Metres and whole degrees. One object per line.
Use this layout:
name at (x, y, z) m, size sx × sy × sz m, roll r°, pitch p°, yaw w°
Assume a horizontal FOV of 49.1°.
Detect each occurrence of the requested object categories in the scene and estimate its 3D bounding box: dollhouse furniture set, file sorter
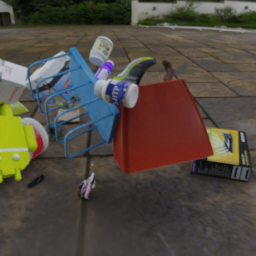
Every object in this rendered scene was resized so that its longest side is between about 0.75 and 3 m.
dollhouse furniture set at (-3.358, -0.871, 15.727) m, size 1.146 × 0.885 × 2.292 m, roll 1°, pitch 46°, yaw -13°
file sorter at (-1.790, -0.699, 8.843) m, size 1.689 × 1.910 × 2.753 m, roll -26°, pitch 68°, yaw -23°

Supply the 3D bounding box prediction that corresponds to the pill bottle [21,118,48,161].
pill bottle at (-4.715, 0.887, 10.973) m, size 1.659 × 1.659 × 2.955 m, roll 14°, pitch 31°, yaw 24°

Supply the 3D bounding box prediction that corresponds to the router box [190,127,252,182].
router box at (3.843, 0.971, 11.784) m, size 2.217 × 0.736 × 2.819 m, roll 7°, pitch 29°, yaw 13°

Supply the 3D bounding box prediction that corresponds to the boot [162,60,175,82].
boot at (1.395, -2.002, 10.268) m, size 0.258 × 0.750 × 0.805 m, roll -22°, pitch 32°, yaw 51°

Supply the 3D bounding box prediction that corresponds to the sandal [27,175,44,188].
sandal at (-3.437, 1.987, 10.504) m, size 0.291 × 0.164 × 0.767 m, roll 15°, pitch 31°, yaw 26°

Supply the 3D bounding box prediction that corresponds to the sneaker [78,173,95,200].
sneaker at (-1.515, 2.047, 10.076) m, size 0.514 × 0.478 × 1.190 m, roll 2°, pitch 27°, yaw 6°

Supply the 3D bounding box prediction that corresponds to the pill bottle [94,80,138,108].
pill bottle at (-0.328, -0.940, 7.436) m, size 1.060 × 0.635 × 0.635 m, roll 15°, pitch 31°, yaw 21°

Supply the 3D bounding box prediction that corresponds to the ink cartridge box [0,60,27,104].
ink cartridge box at (-4.640, -1.672, 9.548) m, size 1.955 × 1.432 × 0.809 m, roll 15°, pitch 58°, yaw -31°

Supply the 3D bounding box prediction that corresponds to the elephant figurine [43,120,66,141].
elephant figurine at (-3.601, 0.015, 13.616) m, size 1.019 × 0.929 × 1.313 m, roll 25°, pitch 8°, yaw -13°

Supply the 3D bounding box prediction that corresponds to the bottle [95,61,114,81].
bottle at (-1.325, -2.855, 14.875) m, size 0.590 × 0.755 × 1.808 m, roll 25°, pitch 58°, yaw 3°

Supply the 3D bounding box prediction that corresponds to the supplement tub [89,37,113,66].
supplement tub at (-1.214, -3.382, 12.430) m, size 0.796 × 0.796 × 1.098 m, roll 12°, pitch 70°, yaw 22°

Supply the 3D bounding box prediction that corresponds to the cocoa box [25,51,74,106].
cocoa box at (-3.183, -2.051, 12.231) m, size 2.313 × 1.518 × 1.543 m, roll -2°, pitch 49°, yaw 54°

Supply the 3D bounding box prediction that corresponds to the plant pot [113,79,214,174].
plant pot at (0.781, -0.210, 8.920) m, size 2.670 × 2.353 × 2.667 m, roll -11°, pitch 6°, yaw -9°

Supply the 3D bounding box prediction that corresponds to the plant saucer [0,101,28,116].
plant saucer at (-7.468, -1.251, 16.157) m, size 2.499 × 0.598 × 2.496 m, roll -22°, pitch 35°, yaw -35°

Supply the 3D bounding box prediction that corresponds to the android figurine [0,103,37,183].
android figurine at (-3.280, 0.353, 7.164) m, size 0.448 × 2.183 × 1.987 m, roll -30°, pitch -21°, yaw 33°

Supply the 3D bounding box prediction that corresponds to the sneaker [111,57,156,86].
sneaker at (0.193, -1.790, 10.635) m, size 0.871 × 2.358 × 0.954 m, roll -9°, pitch 67°, yaw -58°
